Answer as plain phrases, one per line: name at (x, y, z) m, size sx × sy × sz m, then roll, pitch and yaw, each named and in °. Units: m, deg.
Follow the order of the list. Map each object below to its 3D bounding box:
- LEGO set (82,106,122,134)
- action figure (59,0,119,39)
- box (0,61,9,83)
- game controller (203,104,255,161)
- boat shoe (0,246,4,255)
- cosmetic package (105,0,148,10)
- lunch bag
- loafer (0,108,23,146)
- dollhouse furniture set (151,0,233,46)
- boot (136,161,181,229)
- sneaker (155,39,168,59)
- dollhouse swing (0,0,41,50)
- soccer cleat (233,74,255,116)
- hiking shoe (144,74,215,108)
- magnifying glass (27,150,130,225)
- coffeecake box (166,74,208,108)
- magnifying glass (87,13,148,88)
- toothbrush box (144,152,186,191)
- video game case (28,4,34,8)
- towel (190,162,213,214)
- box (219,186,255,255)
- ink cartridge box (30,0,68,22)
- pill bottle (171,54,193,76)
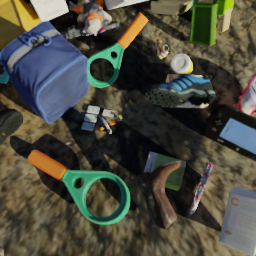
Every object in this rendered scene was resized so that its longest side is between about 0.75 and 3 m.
LEGO set at (-0.714, -0.248, 7.786) m, size 1.032 × 0.253 × 0.771 m, roll 11°, pitch 63°, yaw 7°
action figure at (-1.504, -3.749, 9.262) m, size 2.139 × 1.119 × 2.069 m, roll -19°, pitch 55°, yaw -6°
box at (-4.380, -1.753, 8.556) m, size 1.446 × 0.355 × 0.595 m, roll 5°, pitch 61°, yaw 3°
game controller at (2.977, 0.203, 7.055) m, size 2.065 × 1.077 × 0.435 m, roll 28°, pitch 34°, yaw 12°
boat shoe at (-3.688, 3.338, 5.368) m, size 0.840 × 1.014 × 2.823 m, roll 28°, pitch 59°, yaw 19°
cosmetic package at (0.393, -4.894, 8.495) m, size 2.261 × 1.865 × 1.864 m, roll -20°, pitch 20°, yaw -13°
lunch bag at (-2.125, -1.444, 7.122) m, size 1.590 × 2.404 × 1.633 m, roll 43°, pitch 69°, yaw 10°
loafer at (-3.590, 0.180, 7.343) m, size 0.649 × 0.628 × 1.850 m, roll 22°, pitch 57°, yaw 26°
dollhouse furniture set at (2.108, -3.777, 9.600) m, size 2.401 × 1.205 × 1.573 m, roll 21°, pitch 42°, yaw 33°
boot at (0.864, 1.489, 6.191) m, size 1.203 × 0.415 × 1.291 m, roll -31°, pitch 68°, yaw 28°
sneaker at (1.117, -2.582, 8.954) m, size 0.303 × 0.364 × 0.808 m, roll 23°, pitch 49°, yaw -39°
dollhouse swing at (-3.669, -2.929, 8.951) m, size 1.631 × 1.686 × 1.856 m, roll -33°, pitch 66°, yaw 18°
soccer cleat at (3.465, -0.785, 7.883) m, size 0.683 × 0.595 × 1.785 m, roll 29°, pitch 68°, yaw 19°
hiking shoe at (1.349, -1.046, 7.538) m, size 1.912 × 0.711 × 0.829 m, roll 2°, pitch 63°, yaw -10°
magnifying glass at (-1.256, 1.264, 6.673) m, size 2.882 × 0.323 × 1.147 m, roll 24°, pitch 76°, yaw 24°
coffeecake box at (1.707, -1.064, 8.118) m, size 1.161 × 0.424 × 0.891 m, roll 3°, pitch 63°, yaw 0°
magnifying glass at (-0.347, -2.123, 7.845) m, size 0.970 × 2.437 × 0.273 m, roll 35°, pitch 26°, yaw -18°
toothbrush box at (0.887, 1.068, 6.933) m, size 0.930 × 0.400 × 0.677 m, roll 15°, pitch 67°, yaw 7°
video game case at (-4.069, -3.931, 9.904) m, size 1.462 × 0.139 × 1.044 m, roll -11°, pitch 61°, yaw -5°
towel at (1.668, 1.404, 6.493) m, size 0.163 × 0.796 × 1.088 m, roll 21°, pitch 59°, yaw 19°
box at (2.460, 1.944, 5.937) m, size 0.725 × 0.568 × 1.166 m, roll 15°, pitch 100°, yaw 31°
ink cartridge box at (-2.802, -4.650, 8.741) m, size 0.944 × 2.254 × 1.635 m, roll -23°, pitch 31°, yaw 1°
pill bottle at (1.521, -1.724, 7.805) m, size 0.521 × 0.936 × 0.521 m, roll 1°, pitch 92°, yaw 19°
